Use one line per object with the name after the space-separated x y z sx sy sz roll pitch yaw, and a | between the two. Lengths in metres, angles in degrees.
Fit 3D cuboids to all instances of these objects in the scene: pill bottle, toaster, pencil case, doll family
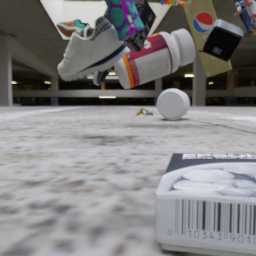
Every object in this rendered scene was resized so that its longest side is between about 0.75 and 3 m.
2.266 -1.172 14.026 1.509 1.509 2.662 1 5 15 | pill bottle
0.892 -2.530 10.124 2.743 1.503 1.503 -21 8 -5 | pill bottle
2.627 -2.466 7.940 0.974 0.881 0.578 23 47 4 | toaster
-0.151 -2.462 5.445 0.601 1.413 0.653 -24 14 -8 | pencil case
3.533 -3.418 8.259 0.952 1.312 2.114 -21 3 42 | doll family

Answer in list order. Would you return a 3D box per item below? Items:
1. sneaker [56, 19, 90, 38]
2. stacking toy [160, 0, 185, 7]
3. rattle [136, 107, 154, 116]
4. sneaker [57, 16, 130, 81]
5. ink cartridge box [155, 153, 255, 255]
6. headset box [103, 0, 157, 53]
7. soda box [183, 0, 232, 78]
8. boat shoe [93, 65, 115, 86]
-2.188 -4.017 11.244 1.684 0.673 0.601 26 -24 35 | sneaker
1.535 -4.248 9.348 0.809 0.470 0.444 24 43 13 | stacking toy
1.064 -0.870 17.519 0.898 0.585 0.641 34 38 17 | rattle
-1.050 -1.853 6.779 2.494 1.004 0.953 -9 37 46 | sneaker
1.333 0.493 2.428 1.976 0.433 1.995 1 4 13 | ink cartridge box
0.017 -2.916 7.402 0.602 1.160 1.558 24 -1 32 | headset box
2.846 -3.302 10.083 0.947 2.796 0.895 -17 12 20 | soda box
-0.797 -2.440 10.885 0.584 1.834 0.648 32 19 20 | boat shoe
